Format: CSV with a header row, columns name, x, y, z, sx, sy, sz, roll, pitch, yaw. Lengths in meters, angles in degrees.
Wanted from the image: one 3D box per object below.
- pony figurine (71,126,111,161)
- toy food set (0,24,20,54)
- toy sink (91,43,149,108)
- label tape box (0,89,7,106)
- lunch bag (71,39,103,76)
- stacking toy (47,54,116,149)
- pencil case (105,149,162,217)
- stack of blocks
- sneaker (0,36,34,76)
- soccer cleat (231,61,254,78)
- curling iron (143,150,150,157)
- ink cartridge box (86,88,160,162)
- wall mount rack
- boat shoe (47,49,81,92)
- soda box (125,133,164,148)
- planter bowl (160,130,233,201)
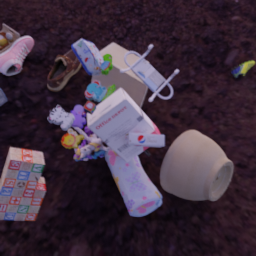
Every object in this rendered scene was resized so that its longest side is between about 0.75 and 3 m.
name,x,y,z,sx,sy,sz,roll,pitch,yaw
pony figurine,-1.114,0.400,8.614,1.604,1.336,1.549,-24,26,-20
toy food set,-5.519,-3.691,11.812,1.132,0.476,1.577,34,65,18
toy sink,-0.081,-1.806,10.003,2.118,1.381,1.187,33,50,13
label tape box,-6.061,-0.862,9.944,1.921,0.886,2.681,35,68,20
lunch bag,-1.145,-2.134,8.440,0.522,1.383,1.108,-33,94,12
stacking toy,-1.010,-0.600,6.826,0.514,1.649,2.187,30,73,9
pencil case,0.116,1.472,8.365,1.040,0.953,2.292,-16,53,-16
stack of blocks,-2.740,1.515,7.297,1.090,1.893,0.554,12,23,-29
sneaker,-4.354,-2.788,11.154,1.002,0.721,1.917,40,72,22
soccer cleat,4.594,-2.328,11.156,1.151,0.372,0.481,-25,93,-19
curling iron,0.158,0.469,9.294,1.488,0.190,0.369,39,54,18
ink cartridge box,-0.107,-0.048,7.659,1.266,1.728,0.715,-36,34,12
wall mount rack,0.566,-1.532,8.186,1.922,0.717,1.670,44,61,-1
boat shoe,-2.470,-2.431,10.893,0.791,0.789,2.193,24,62,13
soda box,0.438,0.323,7.319,0.984,0.335,0.313,3,81,-15
planter bowl,2.044,1.204,7.827,1.340,1.991,1.991,25,60,42
